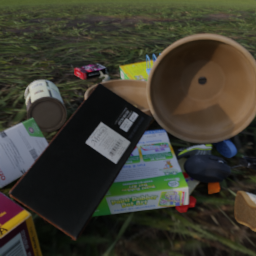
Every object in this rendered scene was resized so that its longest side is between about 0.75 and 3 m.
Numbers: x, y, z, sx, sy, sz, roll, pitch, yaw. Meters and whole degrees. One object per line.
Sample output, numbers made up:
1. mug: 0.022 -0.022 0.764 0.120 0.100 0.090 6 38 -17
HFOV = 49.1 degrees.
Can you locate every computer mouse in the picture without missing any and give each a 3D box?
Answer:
1. computer mouse: 2.709 0.944 7.313 2.706 0.461 0.793 -2 32 -18

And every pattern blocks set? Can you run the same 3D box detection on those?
1. pattern blocks set: 1.475 1.254 7.354 2.135 0.173 1.877 -24 37 -34

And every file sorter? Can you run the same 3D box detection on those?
1. file sorter: 1.356 -2.572 11.322 1.179 0.723 0.818 -7 33 -3

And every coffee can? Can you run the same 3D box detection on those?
1. coffee can: -2.916 -0.803 9.822 1.268 1.268 1.732 -10 31 -17

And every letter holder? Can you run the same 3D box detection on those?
1. letter holder: -0.911 0.788 5.863 1.346 1.903 2.677 33 63 1

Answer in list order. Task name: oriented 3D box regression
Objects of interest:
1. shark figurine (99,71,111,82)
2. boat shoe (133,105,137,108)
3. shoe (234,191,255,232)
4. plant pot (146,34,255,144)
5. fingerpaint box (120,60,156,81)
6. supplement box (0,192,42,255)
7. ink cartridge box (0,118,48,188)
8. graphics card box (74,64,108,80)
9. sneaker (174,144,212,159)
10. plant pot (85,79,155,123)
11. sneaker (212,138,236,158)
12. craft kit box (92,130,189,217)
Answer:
1. shark figurine: -1.067 -2.539 13.712 0.623 0.435 1.042 -8 33 -15
2. boat shoe: -0.170 -0.476 9.367 0.578 0.494 1.577 26 19 17
3. shoe: 2.567 1.726 5.653 0.485 0.636 1.818 12 1 6
4. plant pot: 2.090 -1.172 7.897 2.980 2.980 1.376 8 28 13
5. fingerpaint box: 1.038 -1.984 12.039 2.208 0.971 2.647 -13 33 -11
6. supplement box: -2.953 1.801 5.056 2.767 1.527 1.185 20 35 30
7. ink cartridge box: -2.959 0.660 7.229 0.698 1.209 1.655 -23 7 47
8. graphics card box: -1.893 -2.899 14.367 1.478 0.376 0.927 -20 35 -32
9. sneaker: 1.851 0.747 7.743 1.268 0.513 0.468 -6 -6 -26
10. plant pot: -0.062 -0.616 9.522 2.729 1.260 2.729 0 31 0
11. sneaker: 2.896 0.300 8.610 0.653 0.588 1.676 -16 31 -11
12. craft kit box: -0.057 1.018 7.165 2.620 0.636 2.587 -6 27 -1
